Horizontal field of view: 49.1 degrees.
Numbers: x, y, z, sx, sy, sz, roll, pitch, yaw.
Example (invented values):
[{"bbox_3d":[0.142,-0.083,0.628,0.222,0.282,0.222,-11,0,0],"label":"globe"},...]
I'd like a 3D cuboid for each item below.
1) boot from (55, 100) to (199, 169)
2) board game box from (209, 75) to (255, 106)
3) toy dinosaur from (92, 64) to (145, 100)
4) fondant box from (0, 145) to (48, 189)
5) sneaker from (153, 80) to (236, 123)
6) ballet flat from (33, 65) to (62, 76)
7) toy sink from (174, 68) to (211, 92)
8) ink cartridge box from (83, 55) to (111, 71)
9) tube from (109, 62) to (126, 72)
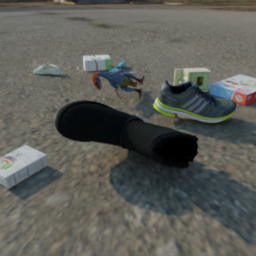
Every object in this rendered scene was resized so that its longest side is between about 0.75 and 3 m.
[{"bbox_3d":[0.042,0.184,6.423,2.817,1.042,2.308,10,9,-38],"label":"boot"},{"bbox_3d":[4.535,-1.564,11.143,2.082,0.420,1.593,-20,34,-33],"label":"board game box"},{"bbox_3d":[-0.401,-1.636,10.406,1.963,1.136,2.163,11,1,-13],"label":"toy dinosaur"},{"bbox_3d":[-2.605,0.881,6.603,0.805,0.325,1.115,18,32,32],"label":"fondant box"},{"bbox_3d":[2.153,-0.859,8.763,2.625,1.063,0.970,4,38,-5],"label":"sneaker"},{"bbox_3d":[-3.857,-2.823,13.486,1.495,0.536,0.536,5,28,11],"label":"ballet flat"},{"bbox_3d":[2.573,-1.923,11.320,1.293,0.843,0.725,-1,23,-5],"label":"toy sink"},{"bbox_3d":[-1.600,-3.326,14.341,1.338,0.562,0.973,-6,28,-11],"label":"ink cartridge box"},{"bbox_3d":[-0.501,-3.004,14.087,0.466,0.303,1.202,-1,28,31],"label":"tube"}]
